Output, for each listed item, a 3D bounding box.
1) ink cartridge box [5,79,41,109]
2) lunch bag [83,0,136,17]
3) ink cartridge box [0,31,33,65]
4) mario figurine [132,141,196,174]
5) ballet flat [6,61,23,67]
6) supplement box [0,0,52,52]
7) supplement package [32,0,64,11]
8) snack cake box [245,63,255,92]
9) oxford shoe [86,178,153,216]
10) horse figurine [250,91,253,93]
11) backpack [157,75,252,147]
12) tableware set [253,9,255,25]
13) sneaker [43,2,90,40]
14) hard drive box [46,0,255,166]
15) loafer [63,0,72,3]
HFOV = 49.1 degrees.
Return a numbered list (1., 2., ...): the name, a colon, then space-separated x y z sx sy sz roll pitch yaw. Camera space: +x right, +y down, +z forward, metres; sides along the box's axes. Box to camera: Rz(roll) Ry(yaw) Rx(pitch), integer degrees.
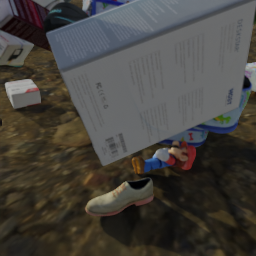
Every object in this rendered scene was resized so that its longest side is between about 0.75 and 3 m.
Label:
1. ink cartridge box: -3.773 -1.245 10.041 0.948 0.535 1.291 -15 33 -25
2. lunch bag: -0.141 -3.163 8.538 2.699 2.163 1.020 -2 17 -32
3. ink cartridge box: -3.496 -2.354 7.511 1.212 0.689 1.664 39 15 -9
4. mario figurine: 0.847 0.595 6.506 1.511 0.801 0.933 -10 30 -15
5. ballet flat: -6.096 -3.396 13.796 1.902 0.661 0.661 2 29 4
6. supplement box: -2.261 -2.438 6.326 0.507 0.907 1.666 -29 -16 23
7. supplement package: -2.782 -3.724 8.504 1.341 2.294 1.345 -45 70 -2
8. snack cake box: 5.397 -2.031 10.991 2.367 0.795 1.361 -18 35 -39
9. oxford shoe: -0.160 1.298 5.502 1.415 0.522 0.501 -14 32 -23
10. horse figurine: 4.007 -1.417 10.585 1.106 0.276 0.733 0 29 -19
11. backpack: 1.546 -0.827 7.586 2.955 2.171 2.704 9 30 7
12. tableware set: 2.636 -1.788 4.213 1.893 1.275 0.290 14 50 -14
13. sneaker: -0.555 -1.209 5.590 2.768 1.043 1.097 38 25 -19
14. hard drive box: 0.427 -0.811 4.337 2.629 2.049 1.010 -22 49 -7
15. loafer: -2.521 -4.648 10.180 1.357 0.510 0.473 -22 25 13
